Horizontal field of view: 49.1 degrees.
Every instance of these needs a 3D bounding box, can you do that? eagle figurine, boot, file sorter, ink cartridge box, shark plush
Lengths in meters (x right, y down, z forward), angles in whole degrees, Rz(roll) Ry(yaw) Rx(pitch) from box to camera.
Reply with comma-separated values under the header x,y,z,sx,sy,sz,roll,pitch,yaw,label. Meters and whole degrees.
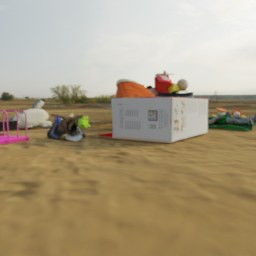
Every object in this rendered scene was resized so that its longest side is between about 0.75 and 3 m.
x,y,z,sx,sy,sz,roll,pitch,yaw,label
-1.529,-0.005,7.264,0.928,0.923,1.223,38,-32,-1,eagle figurine
0.779,-0.954,10.368,2.863,1.535,1.074,13,-38,-31,boot
-3.070,-0.035,6.514,0.840,0.758,1.208,2,5,23,file sorter
0.729,-0.312,7.812,2.258,1.079,2.572,3,6,33,ink cartridge box
-3.713,-0.101,9.982,0.999,1.089,2.397,-21,12,37,shark plush

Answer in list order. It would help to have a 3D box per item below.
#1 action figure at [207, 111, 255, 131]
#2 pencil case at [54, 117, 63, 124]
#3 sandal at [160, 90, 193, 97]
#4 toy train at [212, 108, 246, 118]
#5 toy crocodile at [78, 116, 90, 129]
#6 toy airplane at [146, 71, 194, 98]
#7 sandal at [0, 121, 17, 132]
x,y,z,sx,sy,sz,roll,pitch,yaw,label
3.513,-0.263,10.268,1.352,0.626,2.289,-17,10,-41,action figure
-2.846,-0.322,12.392,0.341,0.380,0.874,-31,-17,36,pencil case
1.415,-1.020,8.199,0.971,0.208,0.369,0,1,9,sandal
4.890,-0.506,12.407,2.552,0.710,1.917,-1,5,-12,toy train
-1.690,-0.186,10.411,0.384,0.420,1.244,-13,2,4,toy crocodile
2.325,-1.669,14.400,1.965,2.784,2.772,-38,7,11,toy airplane
-4.245,-0.107,7.465,0.973,0.619,2.587,-9,1,36,sandal
